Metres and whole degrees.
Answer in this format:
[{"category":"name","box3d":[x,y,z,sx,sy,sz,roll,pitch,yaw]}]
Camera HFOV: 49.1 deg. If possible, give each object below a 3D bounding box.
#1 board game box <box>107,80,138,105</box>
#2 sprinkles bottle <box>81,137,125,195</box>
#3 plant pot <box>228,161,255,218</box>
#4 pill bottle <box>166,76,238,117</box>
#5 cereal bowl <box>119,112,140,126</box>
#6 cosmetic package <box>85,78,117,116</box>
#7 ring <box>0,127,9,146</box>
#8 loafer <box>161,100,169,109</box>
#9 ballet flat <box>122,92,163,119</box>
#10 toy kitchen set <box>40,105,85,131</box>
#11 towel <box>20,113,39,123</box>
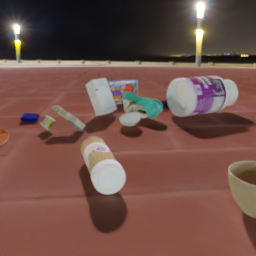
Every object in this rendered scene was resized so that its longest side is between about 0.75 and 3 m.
[{"category":"board game box","box3d":[-0.327,-1.915,14.902,1.790,1.204,0.401,-10,19,-31]},{"category":"sprinkles bottle","box3d":[-0.634,0.773,6.361,0.670,0.670,1.963,-5,16,-16]},{"category":"plant pot","box3d":[2.318,1.136,4.918,1.119,0.751,1.119,-1,16,0]},{"category":"pill bottle","box3d":[3.330,-1.444,12.361,2.958,1.660,1.660,-9,18,-27]},{"category":"cereal bowl","box3d":[0.089,-0.280,10.398,0.809,0.337,0.809,-13,-16,-4]},{"category":"cosmetic package","box3d":[-1.174,-1.342,12.223,0.842,1.492,0.606,-18,-7,-42]},{"category":"ring","box3d":[-5.134,0.301,8.531,2.780,0.267,2.780,2,17,-1]},{"category":"loafer","box3d":[1.935,-1.148,13.747,0.345,0.394,1.096,19,22,40]},{"category":"ballet flat","box3d":[0.338,-0.940,12.045,0.935,0.895,2.658,-47,35,-15]},{"category":"toy kitchen set","box3d":[-2.319,-0.104,9.872,1.165,0.933,0.686,33,-8,24]},{"category":"towel","box3d":[-3.991,-0.396,11.413,0.649,0.218,0.879,4,15,-11]}]
